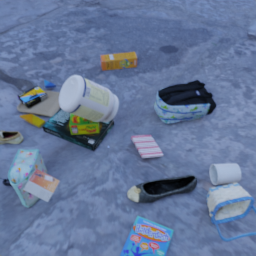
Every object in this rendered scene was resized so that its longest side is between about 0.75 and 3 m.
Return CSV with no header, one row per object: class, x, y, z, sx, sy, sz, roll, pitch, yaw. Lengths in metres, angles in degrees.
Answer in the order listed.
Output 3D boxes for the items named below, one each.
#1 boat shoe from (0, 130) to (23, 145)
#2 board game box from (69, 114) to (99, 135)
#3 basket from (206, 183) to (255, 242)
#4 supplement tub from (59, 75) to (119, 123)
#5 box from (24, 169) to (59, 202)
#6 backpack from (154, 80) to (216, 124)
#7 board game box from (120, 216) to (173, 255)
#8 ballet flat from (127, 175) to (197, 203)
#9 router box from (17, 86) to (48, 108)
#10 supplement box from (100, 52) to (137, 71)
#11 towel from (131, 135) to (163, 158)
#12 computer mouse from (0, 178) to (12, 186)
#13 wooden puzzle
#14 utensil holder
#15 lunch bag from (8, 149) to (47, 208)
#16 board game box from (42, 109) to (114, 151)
boat shoe,-5.019,0.337,11.252,1.506,0.500,0.557,-3,45,-3
board game box,-1.808,-0.702,11.768,1.126,0.528,2.216,-4,45,-3
basket,3.235,2.570,8.561,1.444,1.139,1.638,-8,37,-6
supplement tub,-1.405,-0.988,10.230,1.866,1.353,1.353,20,29,-41
box,-2.532,1.684,8.232,0.788,0.419,0.600,31,26,-10
backpack,2.255,-1.083,12.054,2.251,1.730,1.836,-3,49,-28
board game box,0.518,3.522,8.178,1.199,0.355,1.577,17,47,16
ballet flat,1.151,1.968,9.488,2.437,0.692,0.810,-10,46,-10
router box,-4.346,-1.415,12.744,0.795,0.272,1.066,38,53,21
supplement box,-0.497,-3.586,15.072,1.919,0.639,0.660,-10,46,-9
towel,0.723,0.728,10.943,0.922,0.188,1.260,-3,39,-25
computer mouse,-4.665,1.810,10.002,1.770,0.301,0.519,15,35,7
wooden puzzle,-3.945,-1.129,12.877,1.897,0.329,2.811,17,48,12
utensil holder,3.405,1.610,9.844,0.857,0.728,0.728,-3,45,-7
lunch bag,-3.326,1.670,9.327,0.945,1.321,1.550,-3,41,1
board game box,-2.066,-0.091,11.787,2.505,0.353,1.694,20,48,19
